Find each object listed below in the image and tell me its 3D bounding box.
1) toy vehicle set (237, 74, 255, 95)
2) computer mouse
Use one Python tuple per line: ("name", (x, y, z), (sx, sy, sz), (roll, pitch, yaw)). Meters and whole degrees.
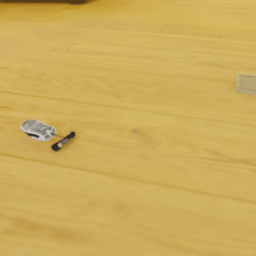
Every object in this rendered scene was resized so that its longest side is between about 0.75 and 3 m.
("toy vehicle set", (5.785, -1.773, 11.916), (2.185, 0.290, 1.358), (11, 36, 15))
("computer mouse", (-2.648, 0.203, 9.017), (1.751, 0.384, 0.960), (20, 44, 17))
